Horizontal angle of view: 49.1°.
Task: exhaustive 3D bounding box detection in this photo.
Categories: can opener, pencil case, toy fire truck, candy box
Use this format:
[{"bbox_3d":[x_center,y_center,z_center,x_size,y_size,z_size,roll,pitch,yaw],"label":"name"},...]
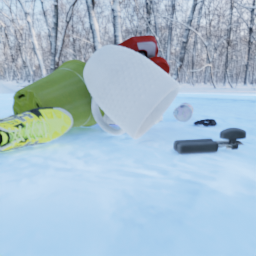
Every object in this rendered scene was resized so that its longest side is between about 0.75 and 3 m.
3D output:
[{"bbox_3d":[2.095,0.351,7.225,1.878,0.624,0.494,-6,11,-10],"label":"can opener"},{"bbox_3d":[2.650,-0.758,13.318,0.864,0.792,1.904,-9,6,17],"label":"pencil case"},{"bbox_3d":[0.065,-1.930,10.336,2.437,2.902,1.627,-10,48,-10],"label":"toy fire truck"},{"bbox_3d":[0.113,-0.650,12.283,2.471,0.884,2.072,3,10,19],"label":"candy box"}]

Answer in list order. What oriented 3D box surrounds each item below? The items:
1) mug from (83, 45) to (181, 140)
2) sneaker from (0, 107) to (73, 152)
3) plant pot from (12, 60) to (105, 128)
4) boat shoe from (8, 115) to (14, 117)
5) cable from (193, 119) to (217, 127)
[{"bbox_3d":[-0.208,-1.013,8.923,2.567,2.928,2.162,42,37,12],"label":"mug"},{"bbox_3d":[-2.832,0.165,7.378,2.858,1.078,1.092,-14,21,-19],"label":"sneaker"},{"bbox_3d":[-2.527,-0.847,9.803,2.644,2.644,2.510,6,24,32],"label":"plant pot"},{"bbox_3d":[-3.841,-0.221,10.650,1.688,0.606,0.502,-1,4,-42],"label":"boat shoe"},{"bbox_3d":[3.236,-0.202,11.711,0.857,0.267,1.050,0,10,33],"label":"cable"}]
